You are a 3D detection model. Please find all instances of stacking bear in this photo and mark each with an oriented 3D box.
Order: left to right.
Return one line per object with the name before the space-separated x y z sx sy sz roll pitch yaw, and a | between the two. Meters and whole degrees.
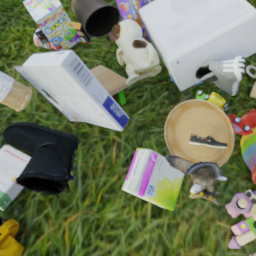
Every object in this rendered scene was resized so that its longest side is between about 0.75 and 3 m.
stacking bear | 4.821 0.566 10.072 1.577 1.684 2.773 -3 45 2

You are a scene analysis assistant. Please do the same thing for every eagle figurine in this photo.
eagle figurine | 1.570 1.085 6.226 1.034 1.363 1.029 -23 18 18

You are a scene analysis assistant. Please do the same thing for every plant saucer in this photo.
plant saucer | 1.805 0.188 7.118 1.848 1.848 0.327 39 31 25

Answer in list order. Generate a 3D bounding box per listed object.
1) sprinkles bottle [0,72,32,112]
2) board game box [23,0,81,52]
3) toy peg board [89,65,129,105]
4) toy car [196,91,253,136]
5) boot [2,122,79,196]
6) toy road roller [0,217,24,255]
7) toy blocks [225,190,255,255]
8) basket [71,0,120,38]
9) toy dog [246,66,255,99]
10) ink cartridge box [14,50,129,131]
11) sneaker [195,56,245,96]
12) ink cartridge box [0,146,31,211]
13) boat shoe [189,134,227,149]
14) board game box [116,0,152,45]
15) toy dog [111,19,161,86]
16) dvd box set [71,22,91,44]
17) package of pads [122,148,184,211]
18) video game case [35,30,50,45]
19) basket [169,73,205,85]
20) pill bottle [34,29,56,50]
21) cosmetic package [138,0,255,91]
sprinkles bottle | -4.060 -1.373 7.961 0.862 2.526 0.862 -29 46 35
board game box | -2.517 -3.588 9.560 0.993 1.894 0.976 -34 70 -1
toy peg board | -1.375 -1.428 11.930 2.254 1.103 2.245 -31 44 -23
toy car | 2.496 -0.543 8.065 0.434 1.948 1.833 -49 33 7
boot | -2.659 0.864 8.079 2.509 0.929 2.056 11 36 -6
toy road roller | -3.957 3.493 8.024 1.437 1.209 1.968 35 59 10
toy blocks | 3.512 2.971 8.109 1.752 2.082 1.945 -40 63 22
basket | -1.336 -4.293 10.422 1.480 1.116 1.642 -30 56 -16
toy dog | 6.278 -2.199 12.164 1.784 1.303 2.705 8 54 6
ink cartridge box | -1.719 -1.082 8.513 2.830 2.824 0.575 11 61 44
sneaker | 2.835 -1.648 8.891 1.354 2.345 0.880 3 80 15
ink cartridge box | -4.222 1.668 9.598 1.324 0.797 1.822 24 58 16
boat shoe | 1.816 0.306 6.341 0.856 0.313 0.268 10 86 28
board game box | 0.417 -4.285 10.737 0.536 2.396 1.611 6 53 28
toy dog | 0.165 -2.727 9.657 1.377 1.914 1.974 -25 82 -6
dvd box set | -3.167 -4.879 14.012 2.282 1.669 0.335 14 85 10
package of pads | 0.739 1.367 7.572 0.553 1.621 1.253 -4 60 54
video game case | -3.175 -3.702 11.127 0.804 0.889 0.113 -26 80 -1
basket | 2.911 -2.801 12.147 2.577 2.033 2.923 -12 44 -10
pill bottle | -3.812 -4.401 14.068 1.567 0.892 0.892 13 54 10
cosmetic package | 2.340 -3.323 9.569 2.882 1.777 2.891 -27 54 8
